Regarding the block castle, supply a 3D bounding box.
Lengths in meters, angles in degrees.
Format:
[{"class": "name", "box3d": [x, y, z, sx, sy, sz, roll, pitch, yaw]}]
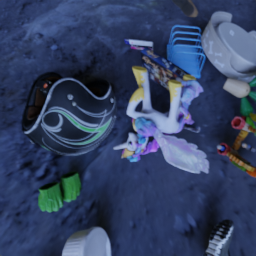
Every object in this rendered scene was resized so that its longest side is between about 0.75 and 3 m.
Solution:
[{"class": "block castle", "box3d": [3.220, 0.554, 7.229, 0.840, 1.196, 1.790, 20, 13, -31]}]

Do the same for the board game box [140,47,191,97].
[{"class": "board game box", "box3d": [1.233, -1.801, 9.434, 1.846, 1.251, 0.319, 39, 75, 21]}]

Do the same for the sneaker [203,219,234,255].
[{"class": "sneaker", "box3d": [2.096, 2.716, 6.335, 0.429, 0.583, 1.289, 1, 54, 56]}]

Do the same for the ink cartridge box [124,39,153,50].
[{"class": "ink cartridge box", "box3d": [0.418, -3.309, 11.184, 1.151, 0.545, 0.213, 10, 89, 7]}]

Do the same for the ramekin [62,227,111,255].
[{"class": "ramekin", "box3d": [-0.876, 2.733, 5.869, 0.580, 1.245, 1.245, -10, 49, 21]}]

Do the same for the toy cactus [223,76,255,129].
[{"class": "toy cactus", "box3d": [3.878, -1.055, 8.635, 1.838, 2.228, 1.139, 26, 16, 11]}]

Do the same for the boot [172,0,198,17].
[{"class": "boot", "box3d": [1.774, -4.043, 8.933, 0.495, 0.483, 1.311, -10, 68, -51]}]

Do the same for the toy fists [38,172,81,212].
[{"class": "toy fists", "box3d": [-1.704, 1.622, 7.044, 0.454, 0.672, 1.319, -1, 13, 33]}]

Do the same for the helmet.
[{"class": "helmet", "box3d": [-1.492, -0.404, 7.758, 2.274, 2.385, 2.385, 21, 41, -35]}]

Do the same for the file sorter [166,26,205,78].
[{"class": "file sorter", "box3d": [2.132, -2.863, 10.448, 1.196, 1.057, 1.724, 5, 53, -1]}]

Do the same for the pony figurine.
[{"class": "pony figurine", "box3d": [1.014, -0.115, 7.605, 2.580, 2.672, 2.225, 8, 30, -4]}]

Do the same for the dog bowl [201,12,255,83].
[{"class": "dog bowl", "box3d": [3.827, -2.808, 9.970, 2.830, 0.830, 2.830, 16, 52, -22]}]
